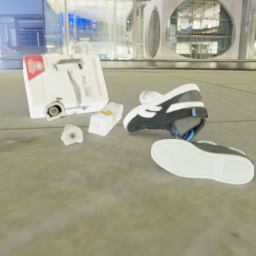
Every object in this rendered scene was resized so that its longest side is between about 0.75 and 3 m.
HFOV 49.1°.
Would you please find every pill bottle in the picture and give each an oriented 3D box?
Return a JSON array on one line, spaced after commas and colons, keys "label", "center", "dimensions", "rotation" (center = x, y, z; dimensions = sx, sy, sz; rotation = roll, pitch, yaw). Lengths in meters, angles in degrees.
[{"label": "pill bottle", "center": [0.856, -1.021, 9.990], "dimensions": [0.552, 0.552, 0.970], "rotation": [-6, 15, -22]}]

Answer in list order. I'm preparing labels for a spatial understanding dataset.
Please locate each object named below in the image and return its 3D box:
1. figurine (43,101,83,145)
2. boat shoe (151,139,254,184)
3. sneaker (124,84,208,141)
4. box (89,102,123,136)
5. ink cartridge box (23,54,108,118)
[{"label": "figurine", "center": [-1.629, -0.153, 7.067], "dimensions": [0.504, 1.170, 1.142], "rotation": [-35, 15, -7]}, {"label": "boat shoe", "center": [1.342, 0.570, 5.180], "dimensions": [1.804, 0.682, 0.544], "rotation": [17, 20, 15]}, {"label": "sneaker", "center": [0.905, -0.068, 7.204], "dimensions": [2.312, 1.293, 0.845], "rotation": [-29, -24, 32]}, {"label": "box", "center": [-0.605, -0.329, 8.456], "dimensions": [0.466, 0.499, 2.406], "rotation": [14, 15, 5]}, {"label": "ink cartridge box", "center": [-2.217, -1.532, 9.978], "dimensions": [2.628, 1.929, 1.089], "rotation": [-9, -14, -23]}]
